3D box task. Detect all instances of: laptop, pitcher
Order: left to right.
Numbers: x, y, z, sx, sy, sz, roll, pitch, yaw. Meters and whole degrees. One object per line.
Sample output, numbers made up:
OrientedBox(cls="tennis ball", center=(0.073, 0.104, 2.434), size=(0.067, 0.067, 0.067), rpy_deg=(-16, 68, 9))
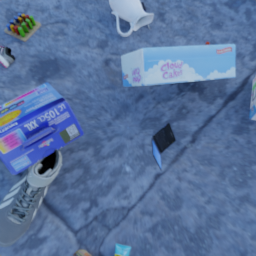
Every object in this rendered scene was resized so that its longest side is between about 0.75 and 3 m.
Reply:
OrientedBox(cls="pitcher", center=(-0.110, -4.363, 10.518), size=(1.456, 1.029, 1.697), rpy_deg=(-38, 81, -6))
OrientedBox(cls="laptop", center=(0.842, 0.440, 6.416), size=(0.816, 0.723, 0.421), rpy_deg=(-39, 48, -10))

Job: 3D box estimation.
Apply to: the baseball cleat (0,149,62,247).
OrientedBox(cls="baseball cleat", center=(-2.638, 1.683, 7.262), size=(0.989, 1.510, 2.837), rpy_deg=(27, 68, -10))

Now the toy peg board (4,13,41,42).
OrientedBox(cls="toy peg board", center=(-4.021, -3.901, 10.508), size=(0.999, 0.491, 1.004), rpy_deg=(28, 67, 12))

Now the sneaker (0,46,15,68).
OrientedBox(cls="sneaker", center=(-4.474, -2.718, 9.965), size=(0.566, 0.478, 1.295), rpy_deg=(-37, 74, -17))

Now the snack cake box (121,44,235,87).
OrientedBox(cls="snack cake box", center=(1.460, -1.845, 8.373), size=(2.967, 1.706, 0.997), rpy_deg=(-8, 101, -19))

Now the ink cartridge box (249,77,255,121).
OrientedBox(cls="ink cartridge box", center=(4.655, -1.080, 8.776), size=(1.174, 1.180, 1.608), rpy_deg=(14, 65, 7))

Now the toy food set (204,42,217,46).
OrientedBox(cls="toy food set", center=(3.114, -2.419, 9.748), size=(0.615, 0.580, 1.289), rpy_deg=(-21, 66, -10))

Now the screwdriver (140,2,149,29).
OrientedBox(cls="screwdriver", center=(0.674, -4.384, 10.908), size=(0.188, 0.196, 1.345), rpy_deg=(-11, 64, -5))

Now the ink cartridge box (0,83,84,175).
OrientedBox(cls="ink cartridge box", center=(-2.510, -0.061, 7.476), size=(2.024, 1.132, 2.967), rpy_deg=(-31, 31, -14))

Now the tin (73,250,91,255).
OrientedBox(cls="tin", center=(-1.054, 3.487, 7.171), size=(0.839, 0.176, 0.470), rpy_deg=(35, 74, 15))

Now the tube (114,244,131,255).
OrientedBox(cls="tube", center=(-0.229, 3.535, 7.119), size=(0.408, 0.265, 1.053), rpy_deg=(17, 60, -6))
